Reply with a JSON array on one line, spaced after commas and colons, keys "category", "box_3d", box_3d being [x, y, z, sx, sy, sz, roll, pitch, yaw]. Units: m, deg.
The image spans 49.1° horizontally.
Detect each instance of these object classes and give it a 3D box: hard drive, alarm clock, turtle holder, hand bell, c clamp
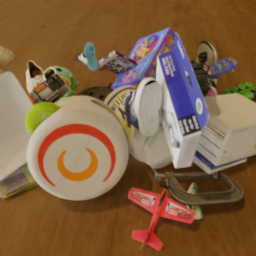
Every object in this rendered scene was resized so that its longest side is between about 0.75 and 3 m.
[{"category": "hard drive", "box_3d": [2.943, 0.922, 9.448, 1.820, 0.231, 1.201, -10, 35, -32]}, {"category": "alarm clock", "box_3d": [-1.413, -0.804, 11.445, 1.899, 0.937, 2.815, 20, 49, 23]}, {"category": "turtle holder", "box_3d": [-2.865, -1.807, 11.605, 1.237, 1.156, 1.628, -21, 64, 17]}, {"category": "hand bell", "box_3d": [-4.409, -1.518, 9.142, 1.093, 1.093, 2.099, 1, 78, 2]}, {"category": "c clamp", "box_3d": [2.089, 1.609, 8.637, 2.575, 0.349, 2.200, 1, 23, -5]}]

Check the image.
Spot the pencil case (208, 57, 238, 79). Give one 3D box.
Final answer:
[{"category": "pencil case", "box_3d": [3.690, -2.352, 11.055, 1.467, 0.573, 0.637, -25, 75, -32]}]

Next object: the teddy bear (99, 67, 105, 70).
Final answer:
[{"category": "teddy bear", "box_3d": [-1.304, -3.361, 14.996, 0.877, 0.293, 0.636, -13, 39, -16]}]

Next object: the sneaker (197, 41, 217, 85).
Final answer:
[{"category": "sneaker", "box_3d": [3.141, -2.542, 11.388, 0.799, 2.016, 0.745, -7, 1, -43]}]

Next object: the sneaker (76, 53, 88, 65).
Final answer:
[{"category": "sneaker", "box_3d": [-2.473, -3.950, 15.521, 0.457, 0.546, 1.235, -31, 47, -30]}]

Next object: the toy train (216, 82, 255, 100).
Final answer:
[{"category": "toy train", "box_3d": [4.545, -1.311, 12.315, 2.905, 0.606, 0.819, -18, 53, -21]}]

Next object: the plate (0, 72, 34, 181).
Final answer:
[{"category": "plate", "box_3d": [-3.871, 0.102, 8.232, 2.654, 2.649, 0.429, -37, 32, -17]}]

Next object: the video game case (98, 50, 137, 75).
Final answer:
[{"category": "video game case", "box_3d": [-0.421, -2.485, 10.771, 1.036, 1.143, 0.205, -18, 64, 42]}]

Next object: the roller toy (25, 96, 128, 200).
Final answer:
[{"category": "roller toy", "box_3d": [-1.401, 0.533, 8.159, 2.670, 2.927, 2.045, -3, 21, -7]}]

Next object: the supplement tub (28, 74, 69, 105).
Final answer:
[{"category": "supplement tub", "box_3d": [-2.720, -1.169, 9.484, 1.289, 0.790, 0.790, -41, 52, -15]}]

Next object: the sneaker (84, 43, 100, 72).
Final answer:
[{"category": "sneaker", "box_3d": [-1.243, -2.405, 9.716, 0.390, 0.979, 0.639, -8, -6, 7]}]

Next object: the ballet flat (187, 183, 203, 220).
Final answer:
[{"category": "ballet flat", "box_3d": [1.903, 2.134, 8.255, 0.399, 0.472, 1.248, -15, 34, 13]}]

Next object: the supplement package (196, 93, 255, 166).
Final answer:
[{"category": "supplement package", "box_3d": [3.409, -0.073, 9.610, 2.606, 1.445, 2.029, -10, 35, -31]}]

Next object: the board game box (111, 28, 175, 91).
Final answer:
[{"category": "board game box", "box_3d": [0.644, -2.602, 11.257, 1.857, 0.618, 2.762, -2, 54, 51]}]

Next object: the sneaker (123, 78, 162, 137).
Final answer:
[{"category": "sneaker", "box_3d": [0.246, -0.801, 7.739, 0.784, 1.945, 1.424, -24, 48, -17]}]

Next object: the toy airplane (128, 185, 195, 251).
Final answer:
[{"category": "toy airplane", "box_3d": [0.790, 2.431, 7.658, 1.965, 0.361, 1.965, -5, 52, 6]}]

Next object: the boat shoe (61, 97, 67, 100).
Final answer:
[{"category": "boat shoe", "box_3d": [-2.568, -0.487, 10.454, 0.955, 1.097, 2.978, -21, 20, -6]}]

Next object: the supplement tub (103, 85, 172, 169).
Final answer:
[{"category": "supplement tub", "box_3d": [0.487, -0.070, 9.662, 1.973, 1.973, 2.722, -25, 45, -27]}]

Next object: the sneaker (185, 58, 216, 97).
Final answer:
[{"category": "sneaker", "box_3d": [2.185, -1.657, 9.114, 1.157, 1.243, 2.880, 0, 9, 6]}]

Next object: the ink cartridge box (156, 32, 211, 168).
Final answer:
[{"category": "ink cartridge box", "box_3d": [1.208, -0.587, 7.143, 0.520, 2.560, 2.555, -10, 59, -4]}]

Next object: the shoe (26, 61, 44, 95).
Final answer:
[{"category": "shoe", "box_3d": [-4.409, -2.317, 13.349, 1.001, 0.764, 2.864, -16, 42, -19]}]

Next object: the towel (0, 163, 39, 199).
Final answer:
[{"category": "towel", "box_3d": [-3.663, 1.261, 9.417, 1.672, 0.265, 2.329, -22, 44, -23]}]
